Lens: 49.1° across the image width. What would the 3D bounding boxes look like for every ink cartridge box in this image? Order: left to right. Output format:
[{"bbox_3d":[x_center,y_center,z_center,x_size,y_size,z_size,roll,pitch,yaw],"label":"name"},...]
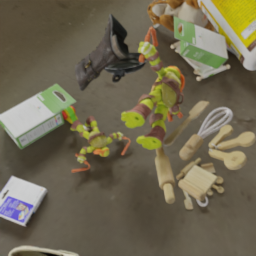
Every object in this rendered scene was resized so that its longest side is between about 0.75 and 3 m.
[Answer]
[{"bbox_3d":[-2.882,1.917,7.394,1.074,0.233,1.064,18,54,11],"label":"ink cartridge box"},{"bbox_3d":[-2.823,-0.406,8.945,2.172,0.644,1.127,-36,60,-25],"label":"ink cartridge box"},{"bbox_3d":[1.635,-2.022,6.703,1.441,0.427,0.748,15,59,-17],"label":"ink cartridge box"}]

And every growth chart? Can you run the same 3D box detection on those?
[{"bbox_3d":[2.893,-2.914,11.179,1.791,0.219,2.474,-19,54,-15],"label":"growth chart"}]

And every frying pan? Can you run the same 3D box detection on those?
[{"bbox_3d":[0.012,-1.659,7.715,1.399,0.376,2.313,-14,32,-10],"label":"frying pan"}]

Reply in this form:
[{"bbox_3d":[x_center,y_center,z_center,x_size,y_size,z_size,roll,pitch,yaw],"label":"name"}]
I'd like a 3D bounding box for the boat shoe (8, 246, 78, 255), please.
[{"bbox_3d":[-1.390,3.139,6.109,2.483,0.777,0.884,12,51,8],"label":"boat shoe"}]

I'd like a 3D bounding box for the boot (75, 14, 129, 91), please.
[{"bbox_3d":[-0.744,-1.852,6.797,1.501,0.597,1.724,-30,44,27],"label":"boot"}]

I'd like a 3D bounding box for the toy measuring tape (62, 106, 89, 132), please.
[{"bbox_3d":[-1.771,-0.363,9.024,1.350,0.497,0.497,35,60,24],"label":"toy measuring tape"}]

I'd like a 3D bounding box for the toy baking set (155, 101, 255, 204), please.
[{"bbox_3d":[1.184,0.345,4.777,1.665,0.252,2.169,-32,28,12],"label":"toy baking set"}]

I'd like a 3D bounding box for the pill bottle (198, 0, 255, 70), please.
[{"bbox_3d":[2.882,-3.057,7.013,1.636,1.636,2.995,-24,73,-17],"label":"pill bottle"}]

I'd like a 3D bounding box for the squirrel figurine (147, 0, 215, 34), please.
[{"bbox_3d":[2.201,-4.654,11.710,2.540,1.926,2.722,23,26,40],"label":"squirrel figurine"}]

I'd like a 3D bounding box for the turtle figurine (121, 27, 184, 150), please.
[{"bbox_3d":[0.703,-0.547,5.521,0.775,2.407,1.941,6,52,30],"label":"turtle figurine"}]

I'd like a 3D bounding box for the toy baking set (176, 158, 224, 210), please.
[{"bbox_3d":[1.955,1.512,7.749,1.531,0.178,1.175,-30,58,-21],"label":"toy baking set"}]

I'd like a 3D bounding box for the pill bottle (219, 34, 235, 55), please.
[{"bbox_3d":[4.836,-3.206,10.619,1.449,1.449,2.502,-32,59,-22],"label":"pill bottle"}]

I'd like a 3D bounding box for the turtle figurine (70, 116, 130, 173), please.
[{"bbox_3d":[-1.066,0.376,8.341,1.986,0.640,1.602,-29,58,-21],"label":"turtle figurine"}]
